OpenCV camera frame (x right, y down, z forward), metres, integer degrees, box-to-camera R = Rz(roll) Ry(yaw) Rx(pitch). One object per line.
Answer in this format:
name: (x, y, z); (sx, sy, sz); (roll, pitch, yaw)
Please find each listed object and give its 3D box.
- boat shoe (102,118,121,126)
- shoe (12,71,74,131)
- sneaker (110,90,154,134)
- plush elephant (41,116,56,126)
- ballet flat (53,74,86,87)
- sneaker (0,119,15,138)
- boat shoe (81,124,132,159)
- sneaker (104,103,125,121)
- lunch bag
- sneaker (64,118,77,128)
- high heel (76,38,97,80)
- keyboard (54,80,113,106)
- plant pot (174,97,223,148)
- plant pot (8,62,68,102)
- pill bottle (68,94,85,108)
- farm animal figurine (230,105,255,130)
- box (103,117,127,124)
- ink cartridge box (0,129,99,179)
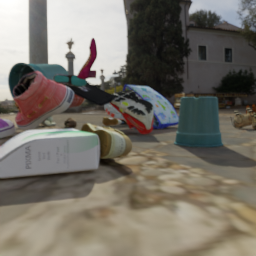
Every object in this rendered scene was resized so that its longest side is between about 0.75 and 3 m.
boat shoe: (-0.797, -0.273, 13.823); (1.140, 0.404, 0.395); (7, 0, 43)
shoe: (-2.781, -0.740, 7.917); (2.615, 0.934, 1.189); (-19, -38, 39)
sneaker: (0.023, -0.559, 9.912); (1.022, 1.126, 2.653); (-20, 33, -17)
plush elephant: (-4.146, -0.688, 13.778); (1.423, 1.728, 1.338); (20, -6, 39)
ballet flat: (-1.981, -1.617, 9.500); (1.098, 0.395, 0.395); (7, 1, -21)
sneaker: (-4.181, -0.440, 7.481); (1.014, 1.595, 2.797); (0, 2, 22)
boat shoe: (-0.464, 0.273, 4.947); (0.547, 0.610, 1.648); (10, 2, -26)
sneaker: (-0.111, -0.803, 15.005); (2.898, 1.117, 1.187); (34, 11, 37)
lunch bag: (0.969, -0.771, 12.553); (2.404, 1.532, 2.044); (37, 25, 26)
sneaker: (-2.746, -0.247, 12.875); (0.463, 0.432, 1.227); (-3, 4, -27)
high heel: (-1.281, -2.128, 8.651); (0.613, 1.276, 0.430); (-2, 17, -15)
keyboard: (-1.501, -1.239, 9.847); (2.281, 0.452, 1.187); (28, 37, 26)
plant pot: (1.678, -0.165, 6.701); (1.159, 1.135, 1.159); (-1, 3, 0)
plant pot: (-3.682, -1.913, 12.110); (2.033, 2.033, 1.991); (2, 19, 31)
pill bottle: (-2.516, -1.268, 11.004); (1.014, 1.014, 1.807); (1, 10, 20)
farm animal figurine: (5.397, -0.315, 11.603); (1.468, 0.914, 1.818); (-21, 14, -18)
box: (-0.646, -0.418, 15.873); (1.194, 0.369, 1.496); (0, 4, -21)
ink cartridge box: (-1.732, 0.327, 4.144); (2.237, 0.560, 1.800); (0, 3, -22)
